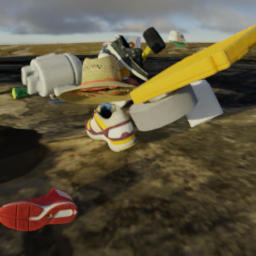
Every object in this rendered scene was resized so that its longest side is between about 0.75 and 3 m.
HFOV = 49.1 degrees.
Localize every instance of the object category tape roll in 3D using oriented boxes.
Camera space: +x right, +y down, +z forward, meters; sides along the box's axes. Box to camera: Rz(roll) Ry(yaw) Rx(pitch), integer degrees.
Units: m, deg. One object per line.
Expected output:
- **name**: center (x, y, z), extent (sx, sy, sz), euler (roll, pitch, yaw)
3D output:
- **tape roll**: center (0.866, -0.580, 7.033), extent (1.663, 0.549, 1.663), euler (-26, 14, 7)

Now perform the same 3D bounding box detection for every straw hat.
- **straw hat**: center (-0.679, -1.323, 7.251), extent (2.477, 1.048, 2.477), euler (-6, -3, 0)

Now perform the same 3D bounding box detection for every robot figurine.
- **robot figurine**: center (-2.043, -1.522, 7.991), extent (1.836, 1.037, 1.557), euler (-22, 68, -30)

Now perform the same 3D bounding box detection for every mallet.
- **mallet**: center (0.527, -2.880, 11.006), extent (0.560, 0.896, 2.721), euler (-27, -3, -27)

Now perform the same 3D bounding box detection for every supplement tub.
- **supplement tub**: center (-0.815, -2.844, 10.918), extent (0.590, 0.840, 0.590), euler (15, -23, 6)
- **supplement tub**: center (-0.236, -1.602, 12.378), extent (1.164, 1.164, 1.899), euler (7, 19, 20)

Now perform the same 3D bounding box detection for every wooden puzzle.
- **wooden puzzle**: center (-1.177, -1.827, 10.766), extent (2.995, 0.693, 2.774), euler (-13, 15, 47)

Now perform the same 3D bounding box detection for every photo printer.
- **photo printer**: center (2.257, -0.826, 8.982), extent (1.085, 1.304, 0.453), euler (-25, -9, 13)

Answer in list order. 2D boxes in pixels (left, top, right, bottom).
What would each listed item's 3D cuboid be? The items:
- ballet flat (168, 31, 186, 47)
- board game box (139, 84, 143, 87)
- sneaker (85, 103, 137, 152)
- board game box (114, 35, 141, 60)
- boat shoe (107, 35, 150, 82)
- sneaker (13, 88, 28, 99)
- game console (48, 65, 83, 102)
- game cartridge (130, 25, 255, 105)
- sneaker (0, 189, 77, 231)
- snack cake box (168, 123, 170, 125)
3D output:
- **ballet flat**: center (1.310, -2.312, 7.266), extent (0.334, 0.334, 0.961), euler (10, 11, 28)
- **board game box**: center (2.100, -2.141, 15.070), extent (2.434, 0.501, 2.428), euler (7, 20, 21)
- **sneaker**: center (-0.597, -0.224, 7.855), extent (0.936, 1.125, 2.498), euler (-24, 22, -25)
- **board game box**: center (-0.040, -3.267, 11.719), extent (1.153, 1.156, 0.238), euler (-9, 27, -32)
- **boat shoe**: center (0.118, -2.041, 7.952), extent (0.716, 0.635, 1.916), euler (24, 22, -46)
- **sneaker**: center (-5.331, -1.795, 14.020), extent (0.575, 0.509, 1.375), euler (-2, 18, 7)
- **game console**: center (-2.539, -2.218, 13.584), extent (2.599, 1.538, 2.219), euler (-5, 16, -10)
- **game cartridge**: center (1.616, -1.425, 6.234), extent (2.322, 0.427, 2.634), euler (-17, 16, 49)
- **sneaker**: center (-1.514, 1.353, 4.751), extent (1.211, 0.474, 0.699), euler (7, 7, -20)
- **snack cake box**: center (1.060, -0.839, 9.903), extent (1.450, 0.487, 0.834), euler (40, 20, -5)
